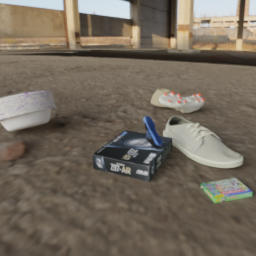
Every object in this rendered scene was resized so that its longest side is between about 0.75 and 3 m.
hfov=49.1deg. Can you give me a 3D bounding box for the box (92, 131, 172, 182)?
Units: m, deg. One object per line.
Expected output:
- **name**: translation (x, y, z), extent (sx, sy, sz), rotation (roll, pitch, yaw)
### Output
- **box**: translation (0.192, 0.696, 7.825), extent (1.608, 0.437, 2.007), rotation (9, 22, 24)

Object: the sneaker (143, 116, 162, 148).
- **sneaker**: translation (0.579, 0.131, 7.499), extent (0.309, 0.881, 0.343), rotation (-14, -13, -45)

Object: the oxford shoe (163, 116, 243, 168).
- **oxford shoe**: translation (2.053, 0.340, 8.246), extent (1.102, 0.846, 2.930), rotation (-8, 23, -28)

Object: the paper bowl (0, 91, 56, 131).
- **paper bowl**: translation (-3.578, -0.550, 9.747), extent (2.099, 1.092, 2.099), rotation (-14, 3, 1)

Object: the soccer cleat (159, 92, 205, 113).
- **soccer cleat**: translation (2.218, -0.972, 11.725), extent (2.226, 0.863, 0.771), rotation (-2, 49, -26)

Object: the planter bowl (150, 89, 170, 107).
- **planter bowl**: translation (1.567, -1.397, 12.729), extent (0.998, 0.672, 0.998), rotation (8, 18, -3)

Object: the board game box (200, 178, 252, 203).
- **board game box**: translation (2.206, 1.403, 6.327), extent (0.926, 0.135, 0.623), rotation (-5, 20, -15)
